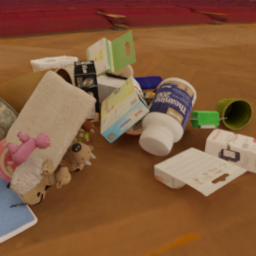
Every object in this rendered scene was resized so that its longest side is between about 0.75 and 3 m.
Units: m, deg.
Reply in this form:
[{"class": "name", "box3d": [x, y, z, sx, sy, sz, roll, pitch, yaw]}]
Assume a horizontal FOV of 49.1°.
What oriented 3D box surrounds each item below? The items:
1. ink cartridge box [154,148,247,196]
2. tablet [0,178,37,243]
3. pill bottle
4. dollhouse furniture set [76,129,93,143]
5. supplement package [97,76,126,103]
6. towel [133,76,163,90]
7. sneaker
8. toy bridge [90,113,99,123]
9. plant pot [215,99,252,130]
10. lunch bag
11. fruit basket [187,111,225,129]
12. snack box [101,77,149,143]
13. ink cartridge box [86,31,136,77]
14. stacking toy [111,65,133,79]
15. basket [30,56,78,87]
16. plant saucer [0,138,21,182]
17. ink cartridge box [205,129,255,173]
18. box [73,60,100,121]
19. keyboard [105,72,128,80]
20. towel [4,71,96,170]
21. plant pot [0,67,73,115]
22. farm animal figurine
[{"class": "ink cartridge box", "box3d": [1.947, 1.283, 7.772, 1.613, 0.499, 1.989, -21, 27, -29]}, {"class": "tablet", "box3d": [-3.490, 2.049, 7.121, 1.521, 0.160, 2.337, -22, 37, -34]}, {"class": "pill bottle", "box3d": [1.276, -0.358, 9.287, 1.367, 1.367, 2.463, 14, 57, 22]}, {"class": "dollhouse furniture set", "box3d": [-1.526, 0.260, 9.660, 0.418, 0.323, 0.835, 12, 46, 16]}, {"class": "supplement package", "box3d": [-0.796, -1.672, 12.713, 1.650, 0.964, 0.968, 16, 35, 24]}, {"class": "towel", "box3d": [1.062, -2.282, 14.429, 1.502, 0.372, 1.109, -6, 37, -10]}, {"class": "sneaker", "box3d": [0.626, -0.755, 10.723, 1.118, 1.180, 2.871, 25, 51, 36]}, {"class": "toy bridge", "box3d": [-1.928, -0.269, 10.790, 1.625, 0.221, 0.546, -3, 72, 3]}, {"class": "plant pot", "box3d": [4.010, -0.653, 10.977, 1.179, 1.179, 1.135, -4, 18, -7]}, {"class": "lunch bag", "box3d": [-4.493, -0.214, 8.557, 1.675, 2.043, 1.201, -24, 39, 14]}, {"class": "fruit basket", "box3d": [2.626, -0.219, 9.923, 1.266, 0.641, 1.367, 0, -10, -5]}, {"class": "snack box", "box3d": [-0.225, -0.783, 10.211, 1.688, 0.539, 2.905, -40, 23, 14]}, {"class": "ink cartridge box", "box3d": [-0.929, -3.608, 13.922, 2.612, 1.901, 0.626, -22, -24, 35]}, {"class": "stacking toy", "box3d": [-0.564, -3.287, 15.523, 1.249, 1.249, 2.927, -5, 24, -8]}, {"class": "basket", "box3d": [-3.460, -2.559, 13.417, 1.855, 1.505, 1.872, -16, 22, -26]}, {"class": "plant saucer", "box3d": [-3.000, 0.882, 7.826, 1.422, 1.422, 0.361, -16, 14, -25]}, {"class": "ink cartridge box", "box3d": [3.350, 0.680, 8.832, 1.606, 0.677, 1.163, 16, 24, 26]}, {"class": "box", "box3d": [-1.664, -1.517, 11.394, 0.868, 2.017, 1.651, -6, 30, -7]}, {"class": "keyboard", "box3d": [-0.301, -2.363, 12.855, 1.458, 0.289, 0.759, 18, -1, 7]}, {"class": "towel", "box3d": [-1.956, -0.136, 7.024, 1.492, 2.251, 0.388, 32, -2, 6]}, {"class": "plant pot", "box3d": [-3.587, -1.159, 10.746, 2.404, 2.241, 2.241, 1, 30, 11]}, {"class": "farm animal figurine", "box3d": [-1.768, 0.857, 7.197, 1.429, 2.295, 2.842, 35, 34, 7]}]
